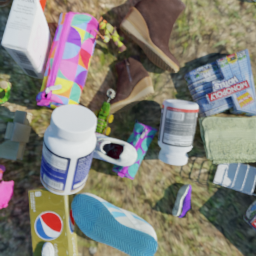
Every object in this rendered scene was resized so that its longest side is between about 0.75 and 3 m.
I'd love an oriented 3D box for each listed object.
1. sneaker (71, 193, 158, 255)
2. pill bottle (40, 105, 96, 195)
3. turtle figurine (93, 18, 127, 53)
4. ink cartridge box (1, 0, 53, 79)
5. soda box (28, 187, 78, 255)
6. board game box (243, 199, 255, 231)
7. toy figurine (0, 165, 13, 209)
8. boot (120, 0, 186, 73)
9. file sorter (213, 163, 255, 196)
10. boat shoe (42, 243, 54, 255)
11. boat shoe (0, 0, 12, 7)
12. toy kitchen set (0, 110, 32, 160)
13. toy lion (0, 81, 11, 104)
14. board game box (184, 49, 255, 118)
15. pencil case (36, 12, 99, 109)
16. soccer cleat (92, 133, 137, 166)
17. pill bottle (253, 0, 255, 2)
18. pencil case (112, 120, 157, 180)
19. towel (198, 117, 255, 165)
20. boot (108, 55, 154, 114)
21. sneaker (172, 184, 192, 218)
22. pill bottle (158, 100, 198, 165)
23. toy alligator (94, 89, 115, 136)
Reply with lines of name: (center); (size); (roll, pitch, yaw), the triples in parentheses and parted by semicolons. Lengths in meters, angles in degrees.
sneaker: (-0.414, 2.652, 7.798); (2.586, 1.044, 0.989); (32, 92, 2)
pill bottle: (-1.497, 0.570, 7.029); (1.255, 1.255, 2.170); (21, 128, 2)
turtle figurine: (-0.494, -2.831, 8.381); (0.432, 1.342, 1.082); (-38, 124, 23)
ink cartridge box: (-2.441, -3.074, 7.688); (0.833, 2.373, 2.920); (16, 82, -4)
soda box: (-2.026, 3.133, 7.820); (1.011, 0.955, 2.984); (-7, 85, 0)
board game box: (4.584, 2.117, 7.988); (2.609, 0.805, 2.607); (-44, 86, -4)
toy figurine: (-4.356, 1.566, 7.937); (2.153, 1.756, 2.340); (7, 60, -13)
boot: (1.141, -3.038, 8.462); (2.339, 0.846, 1.945); (44, 83, 0)
file sorter: (3.246, 1.412, 8.095); (1.194, 0.744, 0.829); (18, 85, 1)
boat shoe: (-2.081, 3.416, 7.168); (0.322, 0.286, 0.875); (-4, 85, 1)
boat shoe: (-4.556, -4.357, 8.649); (1.938, 0.696, 0.734); (20, 85, 2)
toy kitchen set: (-3.651, 0.114, 8.000); (1.282, 1.159, 1.421); (11, 85, 1)
toy lion: (-4.121, -0.962, 8.548); (0.984, 0.338, 0.943); (2, 93, 0)
board game box: (2.959, -1.079, 8.394); (1.935, 0.597, 1.934); (-21, 84, -2)
pencil case: (-1.725, -1.866, 8.115); (1.292, 1.292, 2.924); (13, 82, 1)
soccer cleat: (-0.816, 0.481, 7.767); (2.220, 0.958, 0.775); (11, 76, 25)
pill bottle: (4.184, -4.388, 8.789); (0.430, 0.430, 0.753); (18, 84, 2)
pencil case: (0.185, 0.649, 8.150); (0.710, 0.771, 1.669); (26, 86, 2)
towel: (3.052, 0.312, 7.988); (2.015, 0.368, 1.495); (1, 58, -10)
boot: (-0.148, -1.309, 8.533); (1.683, 0.609, 1.400); (-25, 69, 7)
sneaker: (1.690, 2.180, 8.244); (0.503, 0.352, 1.012); (30, 75, -18)
pill bottle: (1.370, 0.113, 7.929); (0.991, 0.991, 1.711); (6, 104, 1)
toy alligator: (-0.735, -0.358, 8.089); (0.523, 0.379, 1.578); (20, 115, 15)
